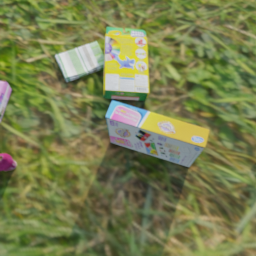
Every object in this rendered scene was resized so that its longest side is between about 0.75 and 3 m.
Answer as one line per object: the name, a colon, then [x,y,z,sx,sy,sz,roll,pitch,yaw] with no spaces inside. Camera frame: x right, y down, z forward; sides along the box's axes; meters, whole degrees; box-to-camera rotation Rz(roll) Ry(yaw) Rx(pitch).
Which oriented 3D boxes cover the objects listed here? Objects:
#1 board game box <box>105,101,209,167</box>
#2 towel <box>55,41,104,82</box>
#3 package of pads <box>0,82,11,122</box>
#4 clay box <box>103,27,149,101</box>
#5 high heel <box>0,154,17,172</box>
board game box: [0.725,0.253,7.904,2.601,1.990,0.524,17,69,6]
towel: [-1.641,-2.389,9.899,1.628,0.250,1.215,-23,71,-9]
package of pads: [-4.620,-0.632,8.936,1.155,0.725,1.917,7,68,6]
clay box: [-0.091,-2.218,9.560,1.478,0.612,2.573,3,67,-8]
high heel: [-4.294,1.203,8.089,1.928,0.925,0.649,-10,69,-4]
